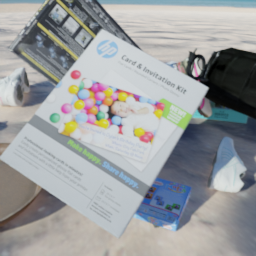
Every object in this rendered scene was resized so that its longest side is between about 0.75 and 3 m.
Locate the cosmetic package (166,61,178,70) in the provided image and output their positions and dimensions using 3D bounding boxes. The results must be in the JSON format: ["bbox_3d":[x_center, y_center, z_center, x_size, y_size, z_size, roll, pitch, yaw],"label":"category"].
[{"bbox_3d":[2.432,-2.961,13.903,1.315,0.340,0.991,22,37,35],"label":"cosmetic package"}]

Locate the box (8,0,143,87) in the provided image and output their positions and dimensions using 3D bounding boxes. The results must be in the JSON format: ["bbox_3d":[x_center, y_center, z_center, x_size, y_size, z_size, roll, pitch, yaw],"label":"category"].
[{"bbox_3d":[-1.210,-2.039,7.565,2.387,2.961,0.727,-55,35,-5],"label":"box"}]

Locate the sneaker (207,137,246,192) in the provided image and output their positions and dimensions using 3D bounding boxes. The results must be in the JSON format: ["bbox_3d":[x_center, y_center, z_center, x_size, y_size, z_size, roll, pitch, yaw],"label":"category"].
[{"bbox_3d":[2.302,0.854,6.419,0.708,0.621,1.766,16,38,16],"label":"sneaker"}]

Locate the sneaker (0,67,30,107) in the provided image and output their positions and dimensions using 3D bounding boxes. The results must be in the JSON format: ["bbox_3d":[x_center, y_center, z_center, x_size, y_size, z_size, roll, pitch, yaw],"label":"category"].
[{"bbox_3d":[-4.564,-1.611,10.637,1.316,1.032,2.648,-6,27,-4],"label":"sneaker"}]

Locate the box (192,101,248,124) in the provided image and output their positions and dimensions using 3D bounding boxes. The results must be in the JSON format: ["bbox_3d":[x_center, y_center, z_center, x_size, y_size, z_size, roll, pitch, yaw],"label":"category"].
[{"bbox_3d":[3.003,-0.567,9.247,1.733,0.426,0.713,8,28,16],"label":"box"}]

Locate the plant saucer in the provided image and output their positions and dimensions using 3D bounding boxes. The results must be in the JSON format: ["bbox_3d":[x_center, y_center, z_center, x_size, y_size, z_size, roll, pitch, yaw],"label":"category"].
[{"bbox_3d":[-3.118,1.230,5.749,2.950,0.473,2.950,1,27,0],"label":"plant saucer"}]

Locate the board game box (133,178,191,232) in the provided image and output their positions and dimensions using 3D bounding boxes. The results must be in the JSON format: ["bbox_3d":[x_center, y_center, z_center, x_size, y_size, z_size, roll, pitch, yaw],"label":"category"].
[{"bbox_3d":[0.693,1.460,5.572,0.871,0.211,1.151,12,30,22],"label":"board game box"}]

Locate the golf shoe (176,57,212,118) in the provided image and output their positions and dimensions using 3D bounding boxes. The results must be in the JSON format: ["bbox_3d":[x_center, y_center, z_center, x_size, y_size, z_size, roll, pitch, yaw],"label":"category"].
[{"bbox_3d":[2.166,-1.223,8.382,0.883,1.917,0.696,-24,10,16],"label":"golf shoe"}]

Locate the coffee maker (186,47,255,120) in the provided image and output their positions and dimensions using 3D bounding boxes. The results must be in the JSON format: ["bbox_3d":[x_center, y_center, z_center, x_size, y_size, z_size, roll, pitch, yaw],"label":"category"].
[{"bbox_3d":[3.295,-0.916,7.030,2.698,1.892,2.809,-7,24,-25],"label":"coffee maker"}]

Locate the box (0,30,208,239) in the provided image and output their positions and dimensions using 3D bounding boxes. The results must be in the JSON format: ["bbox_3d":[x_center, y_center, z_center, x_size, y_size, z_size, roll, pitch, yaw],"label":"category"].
[{"bbox_3d":[-0.303,-0.023,4.767,2.233,0.590,2.865,32,72,9],"label":"box"}]
